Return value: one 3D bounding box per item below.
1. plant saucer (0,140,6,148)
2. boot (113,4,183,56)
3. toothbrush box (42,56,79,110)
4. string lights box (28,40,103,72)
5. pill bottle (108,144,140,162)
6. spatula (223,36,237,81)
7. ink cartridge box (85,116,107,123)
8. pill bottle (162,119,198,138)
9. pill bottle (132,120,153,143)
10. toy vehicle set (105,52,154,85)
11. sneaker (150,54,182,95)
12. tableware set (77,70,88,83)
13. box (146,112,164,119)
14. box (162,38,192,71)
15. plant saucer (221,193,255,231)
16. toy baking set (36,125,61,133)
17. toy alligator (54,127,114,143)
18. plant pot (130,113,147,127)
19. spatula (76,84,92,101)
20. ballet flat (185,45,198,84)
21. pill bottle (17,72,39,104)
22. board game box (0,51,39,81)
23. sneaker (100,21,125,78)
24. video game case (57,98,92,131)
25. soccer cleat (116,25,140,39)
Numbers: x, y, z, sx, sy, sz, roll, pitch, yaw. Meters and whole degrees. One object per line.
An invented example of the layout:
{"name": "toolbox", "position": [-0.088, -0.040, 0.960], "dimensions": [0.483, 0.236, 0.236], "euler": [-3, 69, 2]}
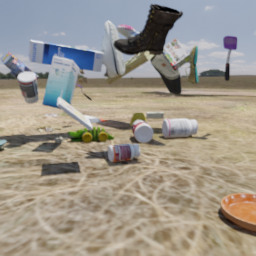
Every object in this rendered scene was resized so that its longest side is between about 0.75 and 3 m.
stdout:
{"name": "plant saucer", "position": [-4.755, 0.674, 9.847], "dimensions": [0.952, 0.183, 0.952], "euler": [-10, 13, 2]}
{"name": "boot", "position": [0.542, -2.945, 8.304], "dimensions": [1.827, 0.632, 1.590], "euler": [-3, -32, -16]}
{"name": "toothbrush box", "position": [-2.387, -1.533, 10.084], "dimensions": [0.738, 1.731, 1.267], "euler": [14, 1, 0]}
{"name": "string lights box", "position": [-2.575, -2.925, 11.469], "dimensions": [2.798, 0.825, 1.438], "euler": [3, 16, -24]}
{"name": "pill bottle", "position": [-0.129, 0.765, 8.774], "dimensions": [0.934, 0.512, 0.512], "euler": [-4, 12, -18]}
{"name": "spatula", "position": [4.184, -2.858, 11.685], "dimensions": [0.575, 2.034, 0.209], "euler": [19, 44, 32]}
{"name": "ink cartridge box", "position": [-1.972, -0.527, 15.915], "dimensions": [1.324, 0.378, 1.076], "euler": [-15, 18, -39]}
{"name": "pill bottle", "position": [2.198, 0.007, 11.928], "dimensions": [1.373, 0.778, 0.778], "euler": [-2, 11, -11]}
{"name": "pill bottle", "position": [0.549, 0.106, 11.495], "dimensions": [0.755, 0.755, 1.322], "euler": [-1, 11, -5]}
{"name": "toy vehicle set", "position": [0.251, -3.339, 14.466], "dimensions": [2.900, 0.384, 1.802], "euler": [-23, 21, 41]}
{"name": "sneaker", "position": [1.788, -2.592, 13.482], "dimensions": [0.895, 1.271, 2.392], "euler": [-24, 45, -1]}
{"name": "tableware set", "position": [-2.558, -2.769, 15.136], "dimensions": [0.943, 0.788, 0.109], "euler": [-1, 29, 45]}
{"name": "box", "position": [1.626, -0.769, 17.009], "dimensions": [1.031, 0.352, 0.423], "euler": [-1, 11, -5]}
{"name": "box", "position": [1.814, -2.840, 10.757], "dimensions": [0.794, 0.250, 1.442], "euler": [-35, 41, 15]}
{"name": "plant saucer", "position": [2.447, 1.604, 5.294], "dimensions": [1.338, 0.216, 1.338], "euler": [1, 12, 0]}
{"name": "toy baking set", "position": [-3.877, 0.007, 13.547], "dimensions": [1.063, 0.161, 1.385], "euler": [7, 13, 33]}
{"name": "toy alligator", "position": [-1.736, 0.250, 11.218], "dimensions": [2.397, 0.576, 0.794], "euler": [-3, 11, -14]}
{"name": "plant pot", "position": [0.542, -0.443, 14.566], "dimensions": [0.921, 0.654, 0.921], "euler": [0, 10, 0]}
{"name": "spatula", "position": [-2.335, -1.876, 14.465], "dimensions": [0.466, 0.169, 1.648], "euler": [33, -13, 39]}
{"name": "ballet flat", "position": [2.835, -2.806, 12.552], "dimensions": [0.607, 1.717, 0.607], "euler": [-5, 22, 2]}
{"name": "pill bottle", "position": [-3.705, -1.476, 10.486], "dimensions": [0.641, 1.107, 0.641], "euler": [3, 45, -3]}
{"name": "board game box", "position": [-4.428, -2.347, 11.277], "dimensions": [1.589, 0.490, 1.590], "euler": [43, 5, -22]}
{"name": "sneaker", "position": [-0.844, -3.431, 12.325], "dimensions": [0.960, 2.384, 0.911], "euler": [-6, 8, 24]}
{"name": "video game case", "position": [-1.511, -0.409, 7.843], "dimensions": [1.106, 0.127, 1.007], "euler": [38, 3, -20]}
{"name": "soccer cleat", "position": [0.113, -2.984, 9.082], "dimensions": [1.051, 0.454, 0.367], "euler": [12, -21, -24]}
